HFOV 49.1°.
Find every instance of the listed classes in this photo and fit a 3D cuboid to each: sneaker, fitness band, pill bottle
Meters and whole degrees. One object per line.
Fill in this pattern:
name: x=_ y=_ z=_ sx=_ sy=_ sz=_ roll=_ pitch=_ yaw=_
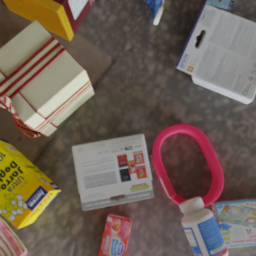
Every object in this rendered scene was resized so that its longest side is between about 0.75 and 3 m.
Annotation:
sneaker: x=0.850 y=-4.641 z=10.455 sx=0.921 sy=0.636 sz=1.656 roll=13 pitch=75 yaw=-3
fitness band: x=1.967 y=1.278 z=9.425 sx=2.061 sy=0.537 sz=2.869 roll=-21 pitch=81 yaw=-7
pill bottle: x=2.247 y=3.105 z=8.590 sx=1.007 sy=1.007 sz=1.794 roll=-20 pitch=80 yaw=-4

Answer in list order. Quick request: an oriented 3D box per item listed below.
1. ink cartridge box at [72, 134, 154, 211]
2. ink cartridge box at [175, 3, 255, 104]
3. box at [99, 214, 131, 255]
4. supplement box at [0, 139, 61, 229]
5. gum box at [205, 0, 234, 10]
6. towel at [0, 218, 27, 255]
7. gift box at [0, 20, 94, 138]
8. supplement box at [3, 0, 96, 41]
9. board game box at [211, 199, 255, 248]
ink cartridge box: x=-0.477 y=1.435 z=9.119 sx=2.327 sy=0.976 sz=2.043 roll=-10 pitch=79 yaw=-2
ink cartridge box: x=3.516 y=-2.695 z=10.113 sx=2.910 sy=0.591 sz=2.904 roll=25 pitch=80 yaw=5
box: x=-0.437 y=3.631 z=8.779 sx=0.777 sy=0.842 sz=1.642 roll=12 pitch=78 yaw=2
supplement box: x=-3.686 y=1.669 z=8.839 sx=2.623 sy=1.436 sz=1.427 roll=39 pitch=82 yaw=6
gum box: x=3.578 y=-5.072 z=10.766 sx=0.998 sy=0.222 sz=0.848 roll=16 pitch=79 yaw=3
towel: x=-4.728 y=4.175 z=8.903 sx=2.560 sy=0.383 sz=1.873 roll=-44 pitch=81 yaw=-8
gift box: x=-2.975 y=-1.457 z=8.800 sx=2.655 sy=2.843 sz=2.623 roll=-43 pitch=77 yaw=-6
supplement box: x=-2.704 y=-5.274 z=9.945 sx=2.803 sy=1.887 sz=2.842 roll=29 pitch=80 yaw=5
board game box: x=3.887 y=3.062 z=9.124 sx=2.097 sy=0.359 sz=1.410 roll=-4 pitch=79 yaw=-1
